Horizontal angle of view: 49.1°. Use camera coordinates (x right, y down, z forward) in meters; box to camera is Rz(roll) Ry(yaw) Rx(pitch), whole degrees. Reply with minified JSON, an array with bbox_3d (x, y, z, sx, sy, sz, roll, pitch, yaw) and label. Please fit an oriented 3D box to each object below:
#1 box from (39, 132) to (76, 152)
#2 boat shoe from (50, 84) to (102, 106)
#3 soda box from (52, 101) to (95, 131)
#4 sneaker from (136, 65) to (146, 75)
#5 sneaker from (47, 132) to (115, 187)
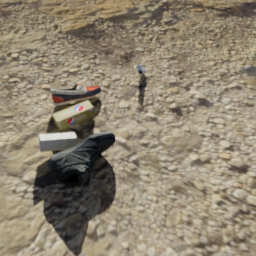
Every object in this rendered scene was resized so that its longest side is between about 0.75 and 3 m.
[{"bbox_3d":[-2.907,0.583,11.581,1.462,0.601,0.500,-3,32,-23],"label":"box"},{"bbox_3d":[-2.565,-1.798,13.997,2.558,0.800,0.910,-16,21,-15],"label":"boat shoe"},{"bbox_3d":[-2.513,-0.579,12.979,1.836,0.588,0.622,-24,49,-20],"label":"soda box"},{"bbox_3d":[0.702,-3.113,15.524,0.411,1.126,0.399,-5,82,21],"label":"sneaker"},{"bbox_3d":[-1.492,1.273,10.802,2.859,1.093,1.638,-27,52,-22],"label":"sneaker"}]
